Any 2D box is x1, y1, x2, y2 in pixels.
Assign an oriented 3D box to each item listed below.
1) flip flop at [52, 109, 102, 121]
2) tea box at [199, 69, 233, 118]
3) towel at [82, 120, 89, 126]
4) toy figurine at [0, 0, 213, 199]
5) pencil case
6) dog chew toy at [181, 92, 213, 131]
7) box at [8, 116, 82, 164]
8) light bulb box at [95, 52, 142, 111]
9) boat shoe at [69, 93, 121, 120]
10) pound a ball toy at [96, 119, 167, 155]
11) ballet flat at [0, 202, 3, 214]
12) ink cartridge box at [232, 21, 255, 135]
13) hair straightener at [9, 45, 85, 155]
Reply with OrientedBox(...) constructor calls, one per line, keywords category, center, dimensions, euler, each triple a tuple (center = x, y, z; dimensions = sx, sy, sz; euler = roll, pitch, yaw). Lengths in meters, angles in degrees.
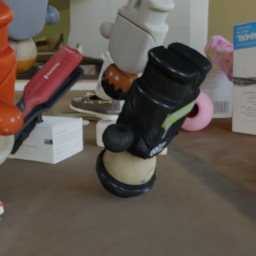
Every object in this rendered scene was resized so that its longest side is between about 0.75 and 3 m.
OrientedBox(category="flip flop", center=(-1.267, -0.695, 9.898), dimensions=(2.742, 0.789, 1.112), euler=(-2, 10, -13))
OrientedBox(category="tea box", center=(2.215, -1.382, 10.882), dimensions=(2.675, 1.787, 2.631), euler=(-1, 10, -8))
OrientedBox(category="towel", center=(-1.717, -0.163, 8.551), dimensions=(0.926, 0.160, 0.614), euler=(4, 6, 8))
OrientedBox(category="toy figurine", center=(-0.689, -0.681, 3.446), dimensions=(2.750, 1.913, 2.707), euler=(9, 41, -16))
OrientedBox(category="pencil case", center=(3.310, -2.343, 9.452), dimensions=(0.921, 0.921, 2.106), euler=(-2, 38, -12))
OrientedBox(category="dog chew toy", center=(1.913, -0.480, 8.105), dimensions=(1.120, 1.120, 1.798), euler=(4, 2, 21))
OrientedBox(category="box", center=(-1.531, 0.176, 5.253), dimensions=(1.015, 0.667, 1.021), euler=(4, 11, 20))
OrientedBox(category="light bulb box", center=(-0.197, -1.215, 8.734), dimensions=(1.017, 1.630, 1.615), euler=(-4, 52, -27))
OrientedBox(category="boat shoe", center=(-0.721, -0.509, 6.014), dimensions=(1.467, 0.437, 0.527), euler=(17, 16, 41))
OrientedBox(category="pound a ball toy", center=(0.091, 0.099, 5.796), dimensions=(1.526, 0.648, 0.995), euler=(2, 10, 15))
OrientedBox(category="ballet flat", center=(-2.102, 0.695, 1.837), dimensions=(0.991, 0.838, 2.621), euler=(6, 11, 35))
OrientedBox(category="ink cartridge box", center=(3.819, -1.296, 7.521), dimensions=(2.054, 2.814, 1.186), euler=(-8, 11, -39))
OrientedBox(category="hair straightener", center=(-1.414, -0.135, 4.218), dimensions=(0.477, 2.334, 0.898), euler=(27, -20, 9))
